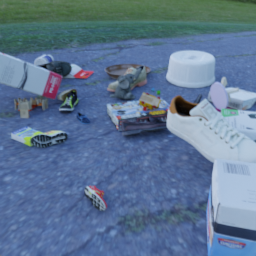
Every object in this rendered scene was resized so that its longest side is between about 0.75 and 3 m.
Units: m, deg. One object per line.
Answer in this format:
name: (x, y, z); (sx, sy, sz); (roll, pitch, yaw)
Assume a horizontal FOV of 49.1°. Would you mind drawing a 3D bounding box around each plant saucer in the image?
plant saucer: (-0.027, -3.275, 16.479); (2.690, 0.431, 2.690); (0, 27, 0)

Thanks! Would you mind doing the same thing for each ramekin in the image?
ramekin: (3.434, -3.268, 15.225); (2.636, 1.285, 2.636); (-1, 32, 0)

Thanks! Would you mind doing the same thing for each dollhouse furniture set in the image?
dollhouse furniture set: (-4.071, -0.847, 11.551); (1.239, 0.638, 1.226); (2, 15, 3)

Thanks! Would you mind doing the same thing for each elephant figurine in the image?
elephant figurine: (-0.096, -2.036, 12.720); (1.087, 1.401, 0.991); (-11, 20, -42)

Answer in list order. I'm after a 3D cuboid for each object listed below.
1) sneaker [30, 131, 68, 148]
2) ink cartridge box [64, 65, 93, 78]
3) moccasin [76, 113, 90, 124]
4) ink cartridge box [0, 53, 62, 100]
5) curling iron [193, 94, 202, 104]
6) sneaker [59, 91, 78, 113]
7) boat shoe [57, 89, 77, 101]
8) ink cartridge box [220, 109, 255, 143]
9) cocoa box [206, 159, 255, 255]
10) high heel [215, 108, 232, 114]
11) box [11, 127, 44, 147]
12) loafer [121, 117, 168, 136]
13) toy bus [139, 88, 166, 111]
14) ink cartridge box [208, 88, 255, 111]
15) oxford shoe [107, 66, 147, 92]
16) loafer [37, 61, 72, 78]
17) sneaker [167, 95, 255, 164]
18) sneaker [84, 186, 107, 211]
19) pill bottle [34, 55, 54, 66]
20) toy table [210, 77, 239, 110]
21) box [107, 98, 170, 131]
sneaker: (-2.609, 0.340, 9.198); (1.175, 0.459, 0.531); (-6, 17, -23)
ink cartridge box: (-3.185, -3.352, 16.546); (1.968, 0.493, 1.584); (1, 26, 11)
moccasin: (-1.763, -0.374, 10.741); (0.806, 0.275, 0.324); (24, 35, 39)
ink cartridge box: (-4.480, -2.264, 11.974); (2.687, 1.120, 1.952); (17, 7, -35)
curling iron: (2.810, -0.934, 11.491); (0.274, 0.531, 2.141); (45, 35, -1)
sneaker: (-2.537, -1.149, 11.861); (0.567, 0.655, 1.582); (1, 25, 5)
boat shoe: (-2.819, -1.549, 12.941); (0.412, 0.439, 1.191); (4, 19, 25)
ink cartridge box: (4.052, 0.211, 8.761); (2.292, 0.964, 1.673); (7, 27, 14)
cocoa box: (2.675, 1.683, 5.198); (2.245, 1.473, 1.497); (6, 27, 12)
high heel: (2.915, -0.436, 10.412); (2.277, 0.767, 1.092); (-7, 18, -5)
box: (-3.418, 0.267, 9.476); (1.064, 0.254, 0.649); (17, 30, 29)
loafer: (0.653, -0.135, 9.687); (1.855, 0.584, 0.667); (-10, -5, -15)
toy bus: (0.870, -0.931, 10.515); (0.888, 0.486, 0.941); (-18, 64, -4)
ink cartridge box: (4.878, -1.345, 12.659); (2.082, 0.522, 1.688); (-11, 26, -41)
oxford shoe: (-0.059, -2.502, 14.194); (0.996, 1.038, 2.813); (17, 31, 31)
loafer: (-4.460, -2.947, 14.945); (2.917, 1.048, 0.918); (-11, 15, -9)
sneaker: (2.214, 0.041, 7.373); (2.929, 1.240, 1.066); (30, 52, 32)
sneaker: (-0.706, 1.612, 6.625); (0.369, 0.334, 0.868); (-7, 27, -35)
pill bottle: (-5.274, -4.163, 17.786); (0.860, 0.860, 1.437); (3, 26, 6)
toy table: (3.438, -1.255, 10.171); (0.611, 1.043, 0.959); (-34, 37, -28)
box: (0.521, -0.564, 10.890); (2.387, 0.476, 1.634); (-8, 27, -15)
